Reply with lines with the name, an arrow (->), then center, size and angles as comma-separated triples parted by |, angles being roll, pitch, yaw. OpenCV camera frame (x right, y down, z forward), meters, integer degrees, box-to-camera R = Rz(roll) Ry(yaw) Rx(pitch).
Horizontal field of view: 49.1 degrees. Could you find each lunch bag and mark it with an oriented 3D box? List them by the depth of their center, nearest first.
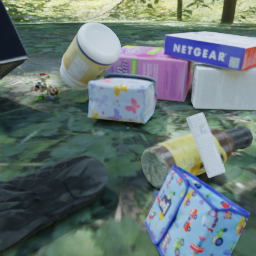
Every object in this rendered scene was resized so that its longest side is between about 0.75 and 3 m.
lunch bag -> 0.663, 1.048, 3.326 | 0.558, 0.893, 1.187 | 18, 9, -27
lunch bag -> -0.079, -0.881, 7.691 | 1.572, 1.179, 1.854 | 7, 15, 14

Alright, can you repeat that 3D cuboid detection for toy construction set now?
toy construction set -> -2.583, -1.340, 9.060 | 0.718, 0.860, 0.661 | 2, 14, 13

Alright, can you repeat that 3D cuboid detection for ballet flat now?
ballet flat -> -1.554, 1.136, 3.987 | 2.859, 0.950, 0.812 | -15, -13, -32

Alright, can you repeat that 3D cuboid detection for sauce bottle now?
sauce bottle -> 1.403, 0.428, 5.245 | 2.364, 0.765, 0.765 | -15, 29, -27

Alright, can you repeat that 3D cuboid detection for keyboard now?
keyboard -> 1.249, 0.268, 4.507 | 0.286, 1.017, 0.054 | -20, -7, 5

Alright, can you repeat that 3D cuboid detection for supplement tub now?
supplement tub -> -1.151, -2.003, 8.124 | 1.278, 1.278, 1.770 | -23, -9, -40

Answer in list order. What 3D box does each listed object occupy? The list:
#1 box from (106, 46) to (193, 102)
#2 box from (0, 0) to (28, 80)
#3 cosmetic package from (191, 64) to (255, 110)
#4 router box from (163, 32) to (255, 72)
box -> 0.842, -2.052, 10.004 | 2.737, 1.323, 2.408 | 7, 26, 16
box -> -4.901, -1.912, 7.533 | 2.900, 1.828, 2.950 | -17, 10, 44
cosmetic package -> 3.168, -1.230, 8.365 | 2.368, 1.201, 0.844 | 3, 24, 4
router box -> 2.836, -2.487, 8.741 | 2.602, 0.636, 2.336 | 25, 33, 38
